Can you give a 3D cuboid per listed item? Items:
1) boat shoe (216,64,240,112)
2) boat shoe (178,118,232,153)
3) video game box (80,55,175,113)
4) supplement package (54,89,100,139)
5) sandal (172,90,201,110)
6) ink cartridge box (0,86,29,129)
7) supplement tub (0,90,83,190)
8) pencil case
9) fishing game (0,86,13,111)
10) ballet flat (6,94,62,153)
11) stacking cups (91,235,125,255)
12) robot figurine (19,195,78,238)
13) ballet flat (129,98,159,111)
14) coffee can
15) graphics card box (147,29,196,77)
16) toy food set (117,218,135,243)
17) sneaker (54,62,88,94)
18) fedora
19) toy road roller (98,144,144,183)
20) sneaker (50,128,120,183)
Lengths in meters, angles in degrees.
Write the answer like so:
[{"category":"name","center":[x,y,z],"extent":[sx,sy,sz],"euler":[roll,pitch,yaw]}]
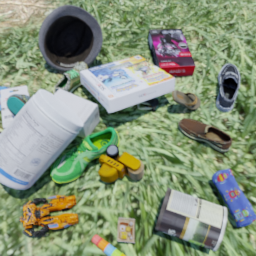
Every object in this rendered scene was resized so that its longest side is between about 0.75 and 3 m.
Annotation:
[{"category":"boat shoe","center":[4.347,-1.952,12.042],"extent":[0.962,0.909,2.681],"euler":[17,58,11]},{"category":"boat shoe","center":[2.959,0.106,10.696],"extent":[2.162,0.800,0.798],"euler":[26,65,17]},{"category":"video game box","center":[-0.093,-1.917,11.458],"extent":[2.993,0.701,2.727],"euler":[-22,44,-23]},{"category":"supplement package","center":[-2.172,-0.554,11.007],"extent":[1.796,1.089,1.075],"euler":[24,59,15]},{"category":"sandal","center":[2.464,-1.178,11.345],"extent":[1.749,0.472,0.702],"euler":[13,63,-41]},{"category":"ink cartridge box","center":[-4.465,-0.715,11.318],"extent":[1.120,0.655,1.930],"euler":[-12,59,-12]},{"category":"supplement tub","center":[-3.094,0.406,9.235],"extent":[2.909,1.919,1.919],"euler":[-48,65,4]},{"category":"pencil case","center":[3.494,2.289,9.285],"extent":[0.744,0.828,1.908],"euler":[-25,59,5]},{"category":"fishing game","center":[-5.569,-1.316,12.002],"extent":[1.900,0.295,1.361],"euler":[16,58,8]},{"category":"ballet flat","center":[-3.337,-0.184,10.530],"extent":[1.030,1.030,2.774],"euler":[-41,102,-24]},{"category":"stacking cups","center":[-0.551,3.752,8.607],"extent":[1.281,0.388,0.388],"euler":[32,62,24]},{"category":"robot figurine","center":[-2.577,2.769,9.046],"extent":[1.828,0.532,1.325],"euler":[-7,53,-12]},{"category":"ballet flat","center":[0.371,-1.130,11.708],"extent":[1.834,0.623,0.627],"euler":[14,71,9]},{"category":"coffee can","center":[1.901,2.780,8.607],"extent":[1.855,1.358,1.358],"euler":[17,58,11]},{"category":"graphics card box","center":[1.985,-3.583,13.233],"extent":[1.697,0.688,2.705],"euler":[-4,55,-7]},{"category":"toy food set","center":[-0.054,3.236,8.849],"extent":[0.545,0.229,0.760],"euler":[8,48,-6]},{"category":"sneaker","center":[-2.439,-2.128,12.007],"extent":[0.795,0.916,2.068],"euler":[31,72,9]},{"category":"fedora","center":[-2.548,-4.009,12.578],"extent":[2.650,2.996,1.353],"euler":[25,27,-18]},{"category":"toy road roller","center":[-0.330,1.455,9.744],"extent":[1.586,0.975,1.158],"euler":[27,64,19]},{"category":"sneaker","center":[-1.580,0.835,10.012],"extent":[2.862,1.196,1.060],"euler":[-36,64,-20]}]
